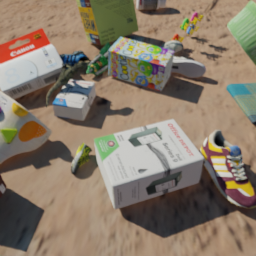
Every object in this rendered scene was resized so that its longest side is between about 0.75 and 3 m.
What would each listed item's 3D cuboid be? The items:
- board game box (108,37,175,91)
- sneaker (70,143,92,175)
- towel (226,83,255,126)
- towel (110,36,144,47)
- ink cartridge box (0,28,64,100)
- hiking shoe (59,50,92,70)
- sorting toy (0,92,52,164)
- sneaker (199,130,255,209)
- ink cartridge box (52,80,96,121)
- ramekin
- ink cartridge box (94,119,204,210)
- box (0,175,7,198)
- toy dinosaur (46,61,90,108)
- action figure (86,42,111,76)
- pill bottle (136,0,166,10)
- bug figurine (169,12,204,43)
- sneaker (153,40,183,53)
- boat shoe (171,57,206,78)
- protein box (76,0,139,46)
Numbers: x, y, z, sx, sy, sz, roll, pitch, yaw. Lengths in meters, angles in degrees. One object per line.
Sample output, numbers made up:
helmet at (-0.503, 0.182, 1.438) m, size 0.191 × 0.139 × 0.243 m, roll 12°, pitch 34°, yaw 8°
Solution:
board game box at (0.462, -2.409, 10.463) m, size 2.180 × 1.123 × 1.143 m, roll 19°, pitch 49°, yaw 14°
sneaker at (-1.298, 0.887, 7.863) m, size 0.410 × 0.360 × 0.968 m, roll 26°, pitch 63°, yaw -13°
towel at (4.486, -0.861, 9.338) m, size 1.773 × 0.262 × 2.417 m, roll -3°, pitch 37°, yaw -1°
towel at (-0.089, -3.715, 12.364) m, size 1.401 × 0.251 × 1.455 m, roll 9°, pitch 46°, yaw 11°
ink cartridge box at (-3.828, -2.615, 10.400) m, size 2.275 × 0.672 × 2.842 m, roll -26°, pitch 65°, yaw -10°
hiking shoe at (-2.285, -2.577, 11.032) m, size 1.655 × 0.616 × 0.718 m, roll -32°, pitch 54°, yaw -27°
sorting toy at (-3.998, 0.161, 8.193) m, size 2.469 × 1.319 × 2.222 m, roll 30°, pitch 73°, yaw 23°
sneaker at (2.638, 1.011, 7.229) m, size 0.809 × 0.973 × 2.159 m, roll -4°, pitch 43°, yaw -29°
ink cartridge box at (-1.792, -0.981, 9.512) m, size 1.029 × 0.594 × 1.409 m, roll 8°, pitch 47°, yaw 8°
ramekin at (4.908, -3.477, 10.742) m, size 2.433 × 1.188 × 2.433 m, roll 36°, pitch 33°, yaw -28°
ink cartridge box at (0.486, 0.853, 7.367) m, size 2.381 × 1.001 × 1.738 m, roll -15°, pitch 43°, yaw -14°
box at (-3.944, 1.466, 6.798) m, size 1.302 × 1.080 × 1.069 m, roll 7°, pitch 46°, yaw 10°
toy dinosaur at (-2.185, -1.668, 9.443) m, size 2.095 × 0.497 × 0.923 m, roll -45°, pitch 36°, yaw 9°
action figure at (-1.013, -2.585, 11.024) m, size 1.697 × 0.464 × 1.003 m, roll -44°, pitch 101°, yaw -25°
pill bottle at (1.220, -6.751, 14.884) m, size 1.501 × 0.855 × 0.855 m, roll -2°, pitch 46°, yaw -3°
bug figurine at (2.535, -4.311, 12.192) m, size 0.464 × 1.397 × 1.802 m, roll 44°, pitch 58°, yaw 11°
sneaker at (1.527, -3.066, 11.599) m, size 1.661 × 0.644 × 0.717 m, roll -15°, pitch 57°, yaw -3°
boat shoe at (2.082, -2.486, 10.943) m, size 1.959 × 0.694 × 0.684 m, roll 10°, pitch 49°, yaw 19°
protein box at (-0.880, -4.900, 11.928) m, size 2.005 × 2.019 × 1.362 m, roll -29°, pitch 35°, yaw -22°
